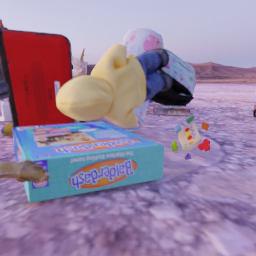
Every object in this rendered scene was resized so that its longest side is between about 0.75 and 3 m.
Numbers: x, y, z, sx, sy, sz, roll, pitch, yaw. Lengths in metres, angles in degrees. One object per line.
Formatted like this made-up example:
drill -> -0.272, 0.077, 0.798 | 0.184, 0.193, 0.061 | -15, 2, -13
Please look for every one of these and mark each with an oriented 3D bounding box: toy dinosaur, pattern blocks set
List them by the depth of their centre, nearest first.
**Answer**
toy dinosaur -> -1.664, 0.507, 2.096 | 1.176, 0.677, 2.326 | 15, 23, 27
pattern blocks set -> 0.963, 0.154, 4.377 | 0.690, 0.064, 0.785 | -31, 36, 31

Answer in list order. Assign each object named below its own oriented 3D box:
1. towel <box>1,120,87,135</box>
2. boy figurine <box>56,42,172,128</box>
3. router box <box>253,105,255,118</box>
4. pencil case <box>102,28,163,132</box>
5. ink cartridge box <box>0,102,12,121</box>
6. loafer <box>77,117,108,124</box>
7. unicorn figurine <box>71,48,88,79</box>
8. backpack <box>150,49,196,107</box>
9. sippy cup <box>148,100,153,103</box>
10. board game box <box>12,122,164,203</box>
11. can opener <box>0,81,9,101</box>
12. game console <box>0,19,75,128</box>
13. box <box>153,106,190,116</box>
towel -> -2.386, -0.086, 8.251 | 2.291, 0.261, 1.646 | -1, 10, -7
boy figurine -> -0.122, -0.619, 4.599 | 0.745, 1.438, 2.313 | 6, 28, 41
router box -> 5.423, -0.523, 9.902 | 1.519, 0.472, 1.138 | 0, 11, -2
pencil case -> 0.148, -1.263, 7.225 | 1.105, 2.659, 1.206 | 5, -26, 24
ink cartridge box -> -3.975, -0.629, 10.097 | 1.749, 0.593, 1.015 | -6, 12, -25
loafer -> -1.225, -0.334, 7.968 | 2.037, 0.640, 0.732 | 16, 16, 39
unicorn figurine -> -2.427, -1.628, 9.408 | 1.842, 2.681, 0.990 | 31, 10, 23
backpack -> 1.540, -2.065, 11.801 | 2.878, 1.822, 2.402 | 26, -23, -19
sippy cup -> 1.077, -1.952, 14.538 | 1.748, 1.373, 1.281 | 26, -13, 18
board game box -> -0.894, 0.389, 4.944 | 1.978, 0.585, 2.600 | -5, 11, -24
can opener -> -4.280, -1.484, 9.890 | 0.850, 0.673, 2.559 | 43, 51, 13
game console -> -2.289, -1.241, 6.884 | 2.228, 2.586, 1.535 | 6, 34, 2
box -> 1.781, -0.700, 11.269 | 1.425, 0.284, 0.975 | 3, 10, 13
